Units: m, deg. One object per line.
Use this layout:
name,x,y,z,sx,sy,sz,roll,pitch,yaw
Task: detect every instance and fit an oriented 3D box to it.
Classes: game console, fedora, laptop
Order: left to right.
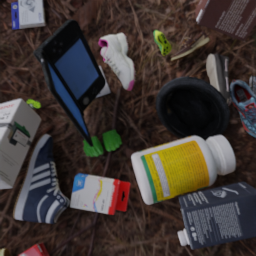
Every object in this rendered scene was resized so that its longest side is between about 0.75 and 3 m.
game console,-1.326,-1.257,8.092,1.580,2.715,2.388,24,65,32
laptop,-1.387,-1.642,9.745,1.232,0.714,1.154,-19,76,-5
fedora,2.116,-0.736,9.079,2.429,2.429,1.109,21,42,6

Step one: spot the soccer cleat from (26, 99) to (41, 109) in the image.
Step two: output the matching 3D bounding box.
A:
soccer cleat,-3.151,-0.750,9.445,0.763,0.309,0.258,26,53,37

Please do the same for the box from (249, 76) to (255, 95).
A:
box,4.738,-1.260,9.881,0.867,0.240,1.082,8,75,2

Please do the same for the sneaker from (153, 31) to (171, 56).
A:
sneaker,1.208,-3.016,9.895,0.412,1.112,0.465,-31,52,6

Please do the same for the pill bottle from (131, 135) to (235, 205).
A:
pill bottle,1.648,1.168,8.504,2.831,1.597,1.597,-16,75,-5

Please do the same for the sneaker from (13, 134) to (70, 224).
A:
sneaker,-2.407,1.618,8.718,1.464,0.946,2.698,13,76,3

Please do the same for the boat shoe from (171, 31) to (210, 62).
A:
boat shoe,2.163,-2.966,10.093,1.641,0.592,0.591,-31,94,-6

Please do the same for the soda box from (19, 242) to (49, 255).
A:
soda box,-2.400,4.411,8.088,0.696,0.630,1.988,-31,76,-8

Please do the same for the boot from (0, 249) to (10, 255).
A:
boot,-4.200,4.544,8.026,1.524,0.710,1.971,-2,75,1

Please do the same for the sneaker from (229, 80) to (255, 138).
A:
sneaker,3.947,-0.574,9.162,0.898,1.082,2.265,-35,72,20

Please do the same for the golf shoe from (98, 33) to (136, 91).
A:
golf shoe,-0.406,-2.265,9.689,1.045,0.860,2.283,-5,64,-20

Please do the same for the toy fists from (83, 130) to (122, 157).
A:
toy fists,-0.844,0.553,9.226,1.263,0.434,0.644,-19,82,-14

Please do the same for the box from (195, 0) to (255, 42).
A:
box,3.256,-3.918,8.984,1.704,1.413,1.399,20,40,-6

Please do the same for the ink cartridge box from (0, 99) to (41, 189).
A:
ink cartridge box,-3.900,0.492,8.199,1.837,1.060,2.514,-10,48,22

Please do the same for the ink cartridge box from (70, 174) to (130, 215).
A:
ink cartridge box,-0.844,2.062,8.672,1.692,0.569,0.983,9,89,3

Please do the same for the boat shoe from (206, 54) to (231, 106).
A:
boat shoe,3.227,-1.393,9.581,0.738,0.866,2.590,0,71,-3

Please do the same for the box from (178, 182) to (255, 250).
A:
box,2.401,2.211,7.285,1.961,1.451,1.023,-14,88,7

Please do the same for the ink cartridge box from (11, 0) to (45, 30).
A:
ink cartridge box,-3.880,-4.443,10.762,1.279,0.260,1.277,-9,75,-2

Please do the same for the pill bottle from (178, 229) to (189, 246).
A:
pill bottle,1.962,3.226,8.444,0.845,0.481,0.481,-17,75,-1
